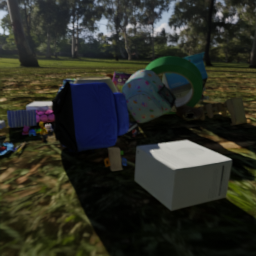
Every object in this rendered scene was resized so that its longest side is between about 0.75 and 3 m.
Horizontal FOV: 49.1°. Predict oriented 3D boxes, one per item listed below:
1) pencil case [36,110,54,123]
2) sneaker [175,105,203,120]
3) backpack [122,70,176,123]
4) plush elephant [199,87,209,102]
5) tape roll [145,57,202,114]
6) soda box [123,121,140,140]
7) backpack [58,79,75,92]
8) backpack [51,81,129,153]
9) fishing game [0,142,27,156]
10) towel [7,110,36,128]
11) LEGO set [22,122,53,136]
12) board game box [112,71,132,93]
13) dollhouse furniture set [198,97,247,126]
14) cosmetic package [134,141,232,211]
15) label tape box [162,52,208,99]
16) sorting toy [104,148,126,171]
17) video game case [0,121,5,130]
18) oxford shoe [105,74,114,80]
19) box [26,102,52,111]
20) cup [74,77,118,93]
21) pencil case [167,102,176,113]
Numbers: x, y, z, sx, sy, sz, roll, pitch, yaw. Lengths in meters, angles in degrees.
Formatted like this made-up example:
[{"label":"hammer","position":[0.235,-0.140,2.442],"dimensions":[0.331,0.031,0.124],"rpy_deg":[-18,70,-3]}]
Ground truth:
[{"label":"pencil case","position":[-3.389,-0.543,11.799],"dimensions":[1.326,0.621,0.602],"rpy_deg":[-3,-22,2]},{"label":"sneaker","position":[2.581,-0.649,12.521],"dimensions":[0.597,0.557,1.580],"rpy_deg":[-29,21,-29]},{"label":"backpack","position":[0.705,-1.290,11.469],"dimensions":[1.748,1.989,1.525],"rpy_deg":[-23,17,42]},{"label":"plush elephant","position":[4.106,-1.939,16.614],"dimensions":[0.813,0.865,1.050],"rpy_deg":[4,-20,-40]},{"label":"tape roll","position":[1.960,-1.885,12.815],"dimensions":[2.809,2.809,0.675],"rpy_deg":[4,46,14]},{"label":"soda box","position":[-0.160,-0.042,10.199],"dimensions":[0.476,0.426,1.345],"rpy_deg":[-38,34,-20]},{"label":"backpack","position":[-2.568,-1.652,13.789],"dimensions":[1.799,1.445,1.966],"rpy_deg":[6,9,-16]},{"label":"backpack","position":[-1.249,-0.245,8.549],"dimensions":[2.043,1.978,2.435],"rpy_deg":[-1,-2,-29]},{"label":"fishing game","position":[-4.196,0.603,8.589],"dimensions":[1.858,0.289,1.331],"rpy_deg":[-1,14,-2]},{"label":"towel","position":[-4.235,-0.384,11.193],"dimensions":[1.079,0.781,0.129],"rpy_deg":[-4,38,-20]},{"label":"LEGO set","position":[-3.330,0.001,10.371],"dimensions":[1.106,0.454,0.422],"rpy_deg":[-9,18,-28]},{"label":"board game box","position":[-0.332,-1.954,14.261],"dimensions":[1.132,1.886,0.305],"rpy_deg":[11,44,-7]},{"label":"dollhouse furniture set","position":[4.173,-0.596,12.202],"dimensions":[1.435,1.087,1.637],"rpy_deg":[-9,-4,-29]},{"label":"cosmetic package","position":[1.125,0.946,6.093],"dimensions":[1.471,0.904,1.466],"rpy_deg":[-3,15,-27]},{"label":"label tape box","position":[2.737,-2.252,13.785],"dimensions":[2.019,0.886,2.800],"rpy_deg":[-17,-24,-6]},{"label":"sorting toy","position":[-0.363,0.795,7.113],"dimensions":[0.143,0.590,1.047],"rpy_deg":[-14,-10,27]},{"label":"video game case","position":[-5.663,0.283,9.392],"dimensions":[2.238,0.271,2.458],"rpy_deg":[-6,17,-3]},{"label":"oxford shoe","position":[-0.850,-2.473,15.050],"dimensions":[0.542,0.543,1.521],"rpy_deg":[-4,39,-41]},{"label":"box","position":[-3.870,-0.752,12.593],"dimensions":[1.051,0.687,1.045],"rpy_deg":[1,16,2]},{"label":"cup","position":[-1.416,-1.113,11.631],"dimensions":[2.687,1.922,2.687],"rpy_deg":[-1,16,0]},{"label":"pencil case","position":[1.475,-0.888,12.895],"dimensions":[1.461,0.568,0.653],"rpy_deg":[-10,27,4]}]
